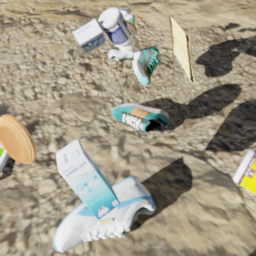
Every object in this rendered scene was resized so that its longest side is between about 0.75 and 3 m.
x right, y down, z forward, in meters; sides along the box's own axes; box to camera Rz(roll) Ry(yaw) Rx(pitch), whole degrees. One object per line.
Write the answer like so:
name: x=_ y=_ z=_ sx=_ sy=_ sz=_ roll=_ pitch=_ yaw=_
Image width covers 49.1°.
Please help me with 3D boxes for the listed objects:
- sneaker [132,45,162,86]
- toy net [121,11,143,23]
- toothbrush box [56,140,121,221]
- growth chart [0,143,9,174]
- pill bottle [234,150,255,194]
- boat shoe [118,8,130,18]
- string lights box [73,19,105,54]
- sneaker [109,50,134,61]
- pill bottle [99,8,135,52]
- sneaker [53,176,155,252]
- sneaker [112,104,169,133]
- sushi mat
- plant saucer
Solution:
sneaker: x=0.718 y=-2.306 z=9.814 sx=0.965 sy=0.821 sz=2.116 roll=-21 pitch=39 yaw=19
toy net: x=0.105 y=-3.641 z=9.282 sx=0.636 sy=0.234 sz=1.212 roll=22 pitch=20 yaw=9
toothbrush box: x=-0.863 y=1.063 z=5.912 sx=0.599 sy=1.405 sz=1.028 roll=-36 pitch=21 yaw=-5
growth chart: x=-5.260 y=1.095 z=9.216 sx=2.673 sy=0.237 sz=1.934 roll=-2 pitch=47 yaw=-3
pill bottle: x=4.304 y=1.599 z=8.128 sx=2.126 sy=1.161 sz=1.161 roll=30 pitch=55 yaw=24
boat shoe: x=-0.276 y=-4.065 z=10.047 sx=0.431 sy=0.383 sz=1.171 roll=20 pitch=32 yaw=31
string lights box: x=-1.124 y=-2.687 z=8.359 sx=0.729 sy=1.419 sz=0.418 roll=-30 pitch=95 yaw=2
sneaker: x=-0.314 y=-3.314 z=13.024 sx=1.217 sy=0.456 sz=0.527 roll=0 pitch=54 yaw=11
pill bottle: x=-0.282 y=-2.847 z=8.308 sx=0.685 sy=1.233 sz=0.685 roll=-15 pitch=56 yaw=23
sneaker: x=-0.596 y=2.443 z=7.459 sx=2.870 sy=1.098 sz=1.159 roll=-29 pitch=59 yaw=-20
sneaker: x=0.411 y=-0.301 z=10.087 sx=2.097 sy=0.748 sz=0.838 roll=8 pitch=44 yaw=5
sushi mat: x=1.612 y=-2.519 z=8.601 sx=0.176 sy=1.390 sz=2.905 roll=-11 pitch=31 yaw=5
plant saucer: x=-2.485 y=0.297 z=6.139 sx=1.205 sy=1.205 sz=0.226 roll=29 pitch=41 yaw=23
